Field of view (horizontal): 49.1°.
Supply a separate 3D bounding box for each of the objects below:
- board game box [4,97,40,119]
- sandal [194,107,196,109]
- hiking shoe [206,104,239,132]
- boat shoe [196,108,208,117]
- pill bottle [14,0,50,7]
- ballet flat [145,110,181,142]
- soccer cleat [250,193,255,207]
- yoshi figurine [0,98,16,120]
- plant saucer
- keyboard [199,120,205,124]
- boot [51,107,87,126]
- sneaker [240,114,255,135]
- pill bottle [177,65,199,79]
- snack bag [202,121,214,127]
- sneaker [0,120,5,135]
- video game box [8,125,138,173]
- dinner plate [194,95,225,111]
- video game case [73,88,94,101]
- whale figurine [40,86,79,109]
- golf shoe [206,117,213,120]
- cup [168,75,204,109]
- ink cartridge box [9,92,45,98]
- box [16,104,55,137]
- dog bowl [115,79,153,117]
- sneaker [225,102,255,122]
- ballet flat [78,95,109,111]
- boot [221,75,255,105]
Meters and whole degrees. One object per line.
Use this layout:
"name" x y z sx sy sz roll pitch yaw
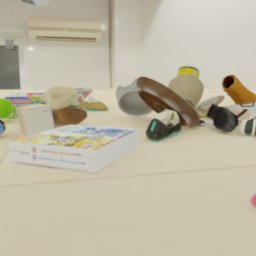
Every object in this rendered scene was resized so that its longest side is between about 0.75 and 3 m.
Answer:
"board game box" -4.581 -0.882 12.206 1.440 0.969 0.210 -2 10 -7
"sandal" 2.680 -1.000 13.438 1.111 0.747 2.767 2 11 20
"hiking shoe" 3.352 -0.313 9.380 0.981 0.738 1.949 17 19 -6
"boat shoe" 3.671 -0.710 12.769 1.257 0.395 0.458 1 8 -19
"pill bottle" -2.998 -3.935 7.593 1.650 0.939 0.939 17 14 11
"ballet flat" 1.186 -0.127 8.492 0.744 0.749 2.189 15 15 21
"soccer cleat" 2.016 0.864 3.831 0.789 0.263 0.302 -25 3 -1
"yoshi figurine" -5.513 -0.711 10.567 2.564 1.441 1.436 -4 26 -36
"plant saucer" 1.293 -0.812 9.891 2.658 0.426 2.658 35 -6 5
"keyboard" 2.265 -0.430 11.045 1.094 0.234 1.822 20 5 -4
"boot" -2.791 -0.443 10.509 2.062 0.724 1.507 -8 11 -39
"sneaker" 4.187 -0.031 8.786 0.890 0.581 1.591 15 22 36
"pill bottle" 2.506 -1.761 12.120 0.962 1.717 0.962 11 -15 3
"snack bag" 3.372 -0.174 10.672 0.951 0.102 0.897 -3 10 -17
"sneaker" -4.478 -0.173 8.668 2.201 0.780 0.912 4 17 36
"video game box" -1.109 0.365 6.415 2.059 0.529 2.260 1 10 22
"dinner plate" 3.630 -1.064 12.767 1.607 0.195 1.607 -22 -18 -8
"video game case" -3.551 -1.750 16.458 2.661 0.232 1.902 -10 -19 -47
"whale figurine" -3.218 -0.987 13.045 1.957 1.276 2.460 4 34 2
"golf shoe" 3.707 -0.519 12.009 0.881 0.320 0.406 -9 13 -42
"cup" 2.422 -1.299 11.921 1.557 1.557 1.113 2 49 13
"ink cartridge box" -5.817 -1.703 16.939 2.267 0.938 1.661 7 12 34
"box" -2.726 -0.211 8.183 0.735 0.897 1.890 -13 10 -24
"dog bowl" 0.373 -1.191 11.831 1.889 1.889 0.554 1 50 5
"sneaker" 4.271 -0.448 10.161 0.843 0.915 2.288 -6 0 -39
"ballet flat" -2.376 -1.384 15.419 2.691 0.848 0.923 3 10 14
"boot" 4.882 -1.424 12.001 1.060 2.156 3.012 -44 3 18
